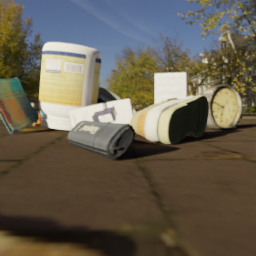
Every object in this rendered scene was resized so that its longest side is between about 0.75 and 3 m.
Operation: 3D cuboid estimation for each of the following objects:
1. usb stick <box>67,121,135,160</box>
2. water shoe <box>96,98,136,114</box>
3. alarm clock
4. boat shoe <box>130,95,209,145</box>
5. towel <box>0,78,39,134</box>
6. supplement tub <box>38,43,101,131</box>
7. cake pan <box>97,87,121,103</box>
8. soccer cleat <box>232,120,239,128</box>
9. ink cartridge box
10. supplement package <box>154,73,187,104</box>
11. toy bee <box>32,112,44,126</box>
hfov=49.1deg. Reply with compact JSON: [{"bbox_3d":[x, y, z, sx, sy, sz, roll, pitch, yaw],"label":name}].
[{"bbox_3d":[-0.509,0.136,4.442,0.320,0.544,1.961,40,-15,-24],"label":"usb stick"},{"bbox_3d":[-0.919,-0.577,10.177,2.458,0.970,0.879,-4,32,28],"label":"water shoe"},{"bbox_3d":[2.806,-0.619,9.128,2.156,1.455,0.718,-17,10,-29],"label":"alarm clock"},{"bbox_3d":[1.074,-0.263,6.355,0.947,1.034,2.768,9,9,32],"label":"boat shoe"},{"bbox_3d":[-3.402,-0.737,8.411,0.236,1.592,2.172,-25,10,4],"label":"towel"},{"bbox_3d":[-1.879,-1.289,9.003,1.843,2.552,1.843,7,8,-1],"label":"supplement tub"},{"bbox_3d":[-0.687,-1.039,11.457,1.738,0.319,1.738,34,18,-13],"label":"cake pan"},{"bbox_3d":[3.715,-0.153,10.356,0.575,0.445,1.375,-32,-10,31],"label":"soccer cleat"},{"bbox_3d":[-0.732,-0.316,7.738,1.619,0.683,1.172,-12,5,-8],"label":"ink cartridge box"},{"bbox_3d":[1.564,-0.966,10.098,1.116,1.909,1.120,1,5,13],"label":"supplement package"},{"bbox_3d":[-3.257,-0.407,11.406,1.496,0.813,0.979,-34,-3,-17],"label":"toy bee"}]
